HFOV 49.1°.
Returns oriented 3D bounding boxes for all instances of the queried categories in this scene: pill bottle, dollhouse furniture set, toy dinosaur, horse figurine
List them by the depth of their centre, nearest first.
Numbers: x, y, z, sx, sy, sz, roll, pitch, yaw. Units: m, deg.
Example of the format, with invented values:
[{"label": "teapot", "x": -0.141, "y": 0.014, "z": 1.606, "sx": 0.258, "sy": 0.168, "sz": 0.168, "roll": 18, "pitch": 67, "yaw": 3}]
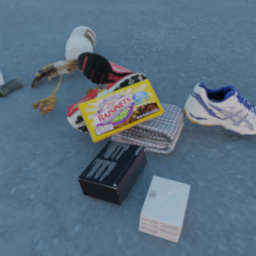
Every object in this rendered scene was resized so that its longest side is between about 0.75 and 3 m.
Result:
[{"label": "toy dinosaur", "x": -2.676, "y": -0.937, "z": 9.695, "sx": 1.098, "sy": 0.625, "sz": 2.068, "roll": -27, "pitch": 34, "yaw": 12}, {"label": "dollhouse furniture set", "x": -1.018, "y": -0.926, "z": 10.203, "sx": 1.261, "sy": 0.838, "sz": 1.105, "roll": -10, "pitch": 34, "yaw": 23}, {"label": "horse figurine", "x": -2.835, "y": -2.405, "z": 11.618, "sx": 2.537, "sy": 0.633, "sz": 1.681, "roll": -18, "pitch": 22, "yaw": 1}, {"label": "pill bottle", "x": -2.244, "y": -3.798, "z": 13.143, "sx": 1.242, "sy": 1.242, "sz": 2.172, "roll": 1, "pitch": 39, "yaw": 2}]

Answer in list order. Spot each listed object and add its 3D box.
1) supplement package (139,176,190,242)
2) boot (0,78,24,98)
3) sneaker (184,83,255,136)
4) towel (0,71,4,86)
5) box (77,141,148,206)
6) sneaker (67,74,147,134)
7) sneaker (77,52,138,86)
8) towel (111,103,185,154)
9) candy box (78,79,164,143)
[{"label": "supplement package", "x": 0.862, "y": 1.872, "z": 6.581, "sx": 0.928, "sy": 0.661, "sz": 1.192, "roll": 13, "pitch": 40, "yaw": 14}, {"label": "boot", "x": -4.924, "y": -1.716, "z": 11.236, "sx": 1.014, "sy": 0.405, "sz": 1.116, "roll": 27, "pitch": 51, "yaw": 10}, {"label": "sneaker", "x": 3.243, "y": -0.610, "z": 8.601, "sx": 2.856, "sy": 1.259, "sz": 1.075, "roll": 8, "pitch": 41, "yaw": -5}, {"label": "towel", "x": -5.909, "y": -1.934, "z": 11.654, "sx": 1.358, "sy": 0.219, "sz": 1.297, "roll": -17, "pitch": 42, "yaw": -18}, {"label": "box", "x": -0.346, "y": 1.113, "z": 7.371, "sx": 1.161, "sy": 0.649, "sz": 1.645, "roll": 6, "pitch": 36, "yaw": 29}, {"label": "sneaker", "x": -0.666, "y": -1.004, "z": 8.914, "sx": 2.913, "sy": 1.122, "sz": 1.237, "roll": -31, "pitch": 39, "yaw": -19}, {"label": "sneaker", "x": -0.661, "y": -1.990, "z": 10.740, "sx": 2.772, "sy": 1.022, "sz": 1.202, "roll": 24, "pitch": 8, "yaw": -9}, {"label": "towel", "x": 0.640, "y": -0.157, "z": 8.918, "sx": 2.055, "sy": 0.879, "sz": 1.702, "roll": 14, "pitch": 40, "yaw": 16}, {"label": "candy box", "x": -0.182, "y": -0.519, "z": 7.971, "sx": 2.212, "sy": 0.292, "sz": 1.130, "roll": -23, "pitch": 79, "yaw": -16}]
